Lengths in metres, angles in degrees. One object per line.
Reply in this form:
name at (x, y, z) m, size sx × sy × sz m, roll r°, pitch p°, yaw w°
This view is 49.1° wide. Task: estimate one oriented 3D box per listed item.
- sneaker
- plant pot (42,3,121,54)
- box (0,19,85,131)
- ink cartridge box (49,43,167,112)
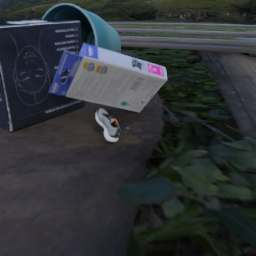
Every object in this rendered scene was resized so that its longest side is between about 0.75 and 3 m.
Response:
sneaker at (-0.460, -0.149, 6.851) m, size 0.410 × 0.439 × 1.108 m, roll 7°, pitch 36°, yaw -36°
plant pot at (-1.778, -3.491, 11.932) m, size 2.950 × 2.950 × 2.772 m, roll 13°, pitch 18°, yaw 26°
box at (-2.716, -1.644, 7.934) m, size 1.617 × 2.565 × 2.609 m, roll 19°, pitch 30°, yaw 36°
ink cartridge box at (-0.543, -1.270, 7.429) m, size 2.743 × 1.637 × 0.576 m, roll 8°, pitch 57°, yaw -25°
